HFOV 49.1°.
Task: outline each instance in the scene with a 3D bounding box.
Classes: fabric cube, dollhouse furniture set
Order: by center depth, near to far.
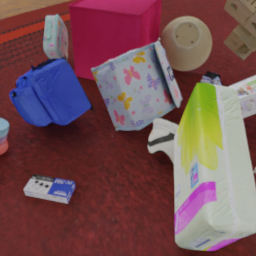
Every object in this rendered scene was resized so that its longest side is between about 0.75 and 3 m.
[{"bbox_3d":[4.785,-4.308,10.493,1.998,2.836,1.987,-44,85,-1],"label":"dollhouse furniture set"},{"bbox_3d":[-0.430,-3.873,11.912,2.941,2.989,2.998,14,40,17],"label":"fabric cube"}]

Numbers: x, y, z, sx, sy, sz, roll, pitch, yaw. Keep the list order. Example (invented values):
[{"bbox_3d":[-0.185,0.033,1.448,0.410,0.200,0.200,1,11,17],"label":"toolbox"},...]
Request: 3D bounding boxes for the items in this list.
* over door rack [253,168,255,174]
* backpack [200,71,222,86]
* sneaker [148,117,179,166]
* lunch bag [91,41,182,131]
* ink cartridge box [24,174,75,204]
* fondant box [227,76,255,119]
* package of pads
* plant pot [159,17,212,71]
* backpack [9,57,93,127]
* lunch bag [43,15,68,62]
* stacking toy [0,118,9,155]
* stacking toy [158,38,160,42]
[{"bbox_3d":[3.408,1.544,7.074,1.471,0.490,1.087,-27,46,-30],"label":"over door rack"},{"bbox_3d":[3.207,-1.681,10.675,0.643,0.795,0.835,-40,24,4],"label":"backpack"},{"bbox_3d":[1.853,0.721,7.923,2.801,1.032,1.120,22,84,12],"label":"sneaker"},{"bbox_3d":[0.543,-1.448,9.125,2.687,2.279,1.708,-29,14,-34],"label":"lunch bag"},{"bbox_3d":[-2.016,1.562,7.228,1.164,0.257,0.547,8,40,10],"label":"ink cartridge box"},{"bbox_3d":[3.479,-0.871,8.863,2.308,0.672,1.665,-24,16,14],"label":"fondant box"},{"bbox_3d":[1.656,0.904,5.940,1.012,2.292,2.967,6,59,-1],"label":"package of pads"},{"bbox_3d":[2.426,-3.709,11.857,2.323,2.323,1.560,8,2,10],"label":"plant pot"},{"bbox_3d":[-2.679,-1.091,8.949,1.994,1.931,2.376,-31,23,-24],"label":"backpack"},{"bbox_3d":[-3.242,-3.969,12.635,0.749,1.559,1.943,-4,73,3],"label":"lunch bag"},{"bbox_3d":[-5.009,-0.061,8.015,2.748,1.161,2.488,23,25,25],"label":"stacking toy"},{"bbox_3d":[0.812,-4.716,14.515,2.470,1.805,1.805,36,48,11],"label":"stacking toy"}]
